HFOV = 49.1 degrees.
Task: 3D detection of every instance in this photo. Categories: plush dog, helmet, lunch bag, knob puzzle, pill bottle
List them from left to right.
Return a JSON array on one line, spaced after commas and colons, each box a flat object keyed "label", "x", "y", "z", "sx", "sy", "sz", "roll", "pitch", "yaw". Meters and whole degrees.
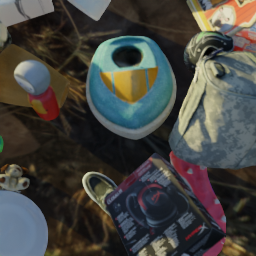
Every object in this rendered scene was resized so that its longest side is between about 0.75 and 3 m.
[{"label": "pill bottle", "x": -2.557, "y": 2.153, "z": 4.713, "sx": 2.426, "sy": 1.359, "sz": 1.359, "roll": -38, "pitch": 71, "yaw": 30}, {"label": "plush dog", "x": -3.085, "y": 1.321, "z": 7.545, "sx": 0.799, "sy": 0.641, "sz": 0.686, "roll": 16, "pitch": 55, "yaw": -24}, {"label": "helmet", "x": 1.640, "y": -1.542, "z": 5.832, "sx": 0.932, "sy": 0.978, "sz": 0.978, "roll": 4, "pitch": 72, "yaw": 7}, {"label": "lunch bag", "x": 1.619, "y": -0.249, "z": 4.531, "sx": 1.617, "sy": 1.928, "sz": 1.343, "roll": -7, "pitch": 51, "yaw": -18}, {"label": "knob puzzle", "x": 2.383, "y": -3.032, "z": 6.396, "sx": 2.085, "sy": 0.289, "sz": 2.085, "roll": -12, "pitch": 71, "yaw": 38}]

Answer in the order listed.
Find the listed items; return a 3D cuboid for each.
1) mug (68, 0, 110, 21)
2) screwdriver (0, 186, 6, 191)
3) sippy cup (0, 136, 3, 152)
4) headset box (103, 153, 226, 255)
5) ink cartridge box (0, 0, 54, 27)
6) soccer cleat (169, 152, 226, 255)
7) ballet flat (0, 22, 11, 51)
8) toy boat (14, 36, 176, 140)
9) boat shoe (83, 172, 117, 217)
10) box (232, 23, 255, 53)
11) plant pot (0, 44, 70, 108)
[{"label": "mug", "x": -0.951, "y": -3.452, "z": 6.309, "sx": 1.520, "sy": 1.122, "sz": 1.333, "roll": 34, "pitch": 100, "yaw": -8}, {"label": "screwdriver", "x": -3.460, "y": 1.987, "z": 7.452, "sx": 0.164, "sy": 0.158, "sz": 1.130, "roll": 25, "pitch": 68, "yaw": -22}, {"label": "sippy cup", "x": -2.424, "y": 0.462, "z": 4.573, "sx": 0.695, "sy": 0.648, "sz": 0.885, "roll": 23, "pitch": 33, "yaw": 2}, {"label": "headset box", "x": 0.457, "y": 1.344, "z": 4.498, "sx": 1.278, "sy": 0.645, "sz": 1.720, "roll": -44, "pitch": 45, "yaw": 8}, {"label": "ink cartridge box", "x": -3.790, "y": -4.375, "z": 9.113, "sx": 2.281, "sy": 0.958, "sz": 1.660, "roll": -20, "pitch": 73, "yaw": -6}, {"label": "soccer cleat", "x": 1.377, "y": 1.435, "z": 5.744, "sx": 0.751, "sy": 0.861, "sz": 2.251, "roll": -14, "pitch": 85, "yaw": -13}, {"label": "ballet flat", "x": -3.496, "y": -2.497, "z": 6.284, "sx": 1.042, "sy": 2.898, "sz": 1.042, "roll": 0, "pitch": 86, "yaw": 4}, {"label": "toy boat", "x": -0.538, "y": -0.841, "z": 5.266, "sx": 2.870, "sy": 1.334, "sz": 2.413, "roll": -10, "pitch": 55, "yaw": -2}, {"label": "boat shoe", "x": -0.409, "y": 1.829, "z": 7.227, "sx": 1.955, "sy": 0.693, "sz": 0.705, "roll": 40, "pitch": 76, "yaw": 12}, {"label": "box", "x": 3.846, "y": -2.766, "z": 8.701, "sx": 1.505, "sy": 0.750, "sz": 0.719, "roll": 21, "pitch": 73, "yaw": 7}, {"label": "plant pot", "x": -2.625, "y": -1.223, "z": 7.883, "sx": 1.765, "sy": 1.645, "sz": 1.645, "roll": 21, "pitch": 73, "yaw": -5}]
